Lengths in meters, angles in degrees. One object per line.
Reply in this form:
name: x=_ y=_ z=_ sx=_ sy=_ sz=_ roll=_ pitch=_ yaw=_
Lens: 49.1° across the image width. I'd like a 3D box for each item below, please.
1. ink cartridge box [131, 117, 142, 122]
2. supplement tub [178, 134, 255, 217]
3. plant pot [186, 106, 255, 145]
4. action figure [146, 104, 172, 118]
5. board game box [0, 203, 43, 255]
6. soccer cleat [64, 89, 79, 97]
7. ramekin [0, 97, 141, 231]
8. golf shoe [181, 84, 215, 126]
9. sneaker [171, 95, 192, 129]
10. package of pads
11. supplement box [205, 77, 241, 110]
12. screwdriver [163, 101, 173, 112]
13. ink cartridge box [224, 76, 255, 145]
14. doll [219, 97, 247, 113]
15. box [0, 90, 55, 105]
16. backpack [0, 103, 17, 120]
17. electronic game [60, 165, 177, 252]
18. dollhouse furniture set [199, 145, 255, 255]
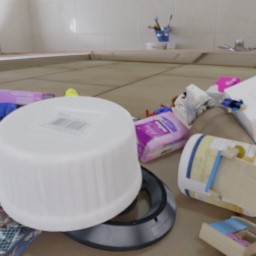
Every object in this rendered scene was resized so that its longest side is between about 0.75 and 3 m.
ink cartridge box: x=-0.420 y=0.059 z=10.023 sx=0.962 sy=0.452 sz=2.047 roll=12 pitch=24 yaw=32
supplement tub: x=2.221 y=1.001 z=5.958 sx=1.999 sy=1.444 sz=1.444 roll=13 pitch=24 yaw=30
plant pot: x=2.686 y=0.399 z=7.869 sx=1.592 sy=1.592 sz=1.381 roll=-11 pitch=39 yaw=-27
action figure: x=1.717 y=-0.812 z=12.448 sx=2.079 sy=0.537 sz=0.680 roll=-14 pitch=21 yaw=-40
board game box: x=-2.408 y=1.606 z=5.239 sx=1.640 sy=0.419 sz=2.421 roll=21 pitch=25 yaw=15
soccer cleat: x=-2.403 y=-1.125 z=12.778 sx=1.117 sy=0.863 sz=2.671 roll=-1 pitch=23 yaw=-9
ramekin: x=-1.130 y=0.443 z=5.425 sx=2.809 sy=1.369 sz=2.809 roll=0 pitch=28 yaw=0
golf shoe: x=2.040 y=-0.719 z=8.651 sx=0.782 sy=0.972 sz=1.999 roll=-34 pitch=-15 yaw=-9
sneaker: x=2.257 y=-0.538 z=10.227 sx=1.059 sy=1.231 sz=2.908 roll=-31 pitch=21 yaw=-7
package of pads: x=0.921 y=0.217 z=8.698 sx=1.976 sy=0.748 sz=1.191 roll=-17 pitch=49 yaw=-36
supplement box: x=3.560 y=-0.818 z=9.643 sx=0.867 sy=1.713 sz=0.885 roll=-44 pitch=24 yaw=-12
screwdriver: x=1.835 y=-0.824 z=11.990 sx=0.143 sy=0.983 sz=0.137 roll=-35 pitch=20 yaw=20
ink cartridge box: x=4.481 y=-0.595 z=8.016 sx=2.677 sy=1.721 sz=1.676 roll=-24 pitch=37 yaw=7
doll: x=2.850 y=-0.621 z=7.578 sx=0.526 sy=0.187 sz=0.770 roll=-47 pitch=40 yaw=-15
box: x=-5.153 y=-1.429 z=12.992 sx=2.994 sy=0.585 sz=2.049 roll=5 pitch=7 yaw=0
backpack: x=-5.105 y=-0.661 z=11.666 sx=0.905 sy=0.735 sz=0.759 roll=0 pitch=16 yaw=-28
electronic game: x=-0.347 y=1.415 z=5.847 sx=2.750 sy=0.572 sz=2.750 roll=9 pitch=24 yaw=-4
dollhouse furniture set: x=2.182 y=1.269 z=4.516 sx=1.086 sy=1.664 sz=1.571 roll=6 pitch=12 yaw=-43
